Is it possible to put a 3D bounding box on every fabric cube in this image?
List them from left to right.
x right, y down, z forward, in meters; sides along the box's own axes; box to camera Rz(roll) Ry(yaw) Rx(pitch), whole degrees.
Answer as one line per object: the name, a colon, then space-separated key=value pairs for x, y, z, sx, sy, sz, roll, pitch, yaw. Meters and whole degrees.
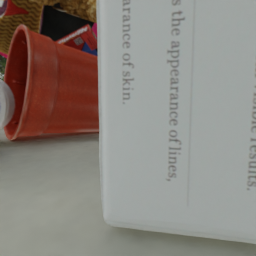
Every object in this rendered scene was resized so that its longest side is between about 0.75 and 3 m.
fabric cube: x=-2.374 y=-3.195 z=8.666 sx=2.896 sy=2.952 sz=2.942 roll=29 pitch=-7 yaw=-5

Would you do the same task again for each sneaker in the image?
sneaker: x=-2.288 y=-2.789 z=6.147 sx=1.043 sy=1.253 sz=2.782 roll=16 pitch=-37 yaw=-27

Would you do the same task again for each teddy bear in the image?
teddy bear: x=-0.622 y=-1.994 z=4.197 sx=2.144 sy=0.716 sz=1.554 roll=18 pitch=19 yaw=-3

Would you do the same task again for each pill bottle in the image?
pill bottle: x=-2.622 y=-0.306 z=3.843 sx=1.411 sy=1.411 sz=2.519 roll=1 pitch=7 yaw=4

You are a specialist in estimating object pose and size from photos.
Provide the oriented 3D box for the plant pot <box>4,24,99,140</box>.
plant pot: x=-1.279 y=-0.772 z=5.768 sx=2.067 sy=2.125 sz=2.125 roll=4 pitch=4 yaw=-34

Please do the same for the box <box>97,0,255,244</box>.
box: x=1.015 y=-0.854 z=2.619 sx=1.821 sy=2.786 sz=2.772 roll=2 pitch=8 yaw=14

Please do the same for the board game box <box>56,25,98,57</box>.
board game box: x=-0.924 y=-1.179 z=7.084 sx=1.419 sy=0.268 sz=2.757 roll=-23 pitch=-36 yaw=12
